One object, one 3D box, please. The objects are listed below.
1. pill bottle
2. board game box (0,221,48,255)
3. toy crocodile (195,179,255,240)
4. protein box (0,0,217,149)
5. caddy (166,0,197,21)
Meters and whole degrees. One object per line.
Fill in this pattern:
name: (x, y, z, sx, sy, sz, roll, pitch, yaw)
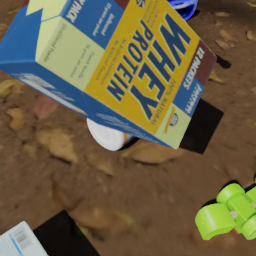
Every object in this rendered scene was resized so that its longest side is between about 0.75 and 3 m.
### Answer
pill bottle: (0.059, -0.436, 7.320, 1.183, 1.183, 2.108, 30, 50, 29)
board game box: (-2.137, 3.026, 3.768, 2.848, 0.915, 2.101, -29, 49, -29)
toy crocodile: (2.624, 1.515, 5.564, 2.773, 0.856, 0.936, -16, 46, -22)
protein box: (-0.385, -0.926, 3.894, 2.082, 2.097, 1.415, 16, 78, 52)
caddy: (2.119, -5.600, 12.707, 2.179, 1.540, 1.144, -22, 41, -20)
